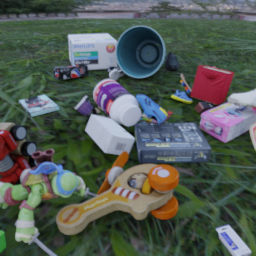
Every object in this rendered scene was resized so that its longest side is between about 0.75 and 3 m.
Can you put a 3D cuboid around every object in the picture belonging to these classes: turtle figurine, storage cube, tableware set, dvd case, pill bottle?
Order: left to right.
[{"bbox_3d":[-4.000,-1.019,12.508,1.265,0.191,1.734,-18,34,-30],"label":"dvd case"},{"bbox_3d":[-1.860,1.811,6.427,2.552,2.632,1.894,-4,47,41],"label":"turtle figurine"},{"bbox_3d":[-0.629,-0.835,11.917,1.366,0.414,2.066,-12,31,-22],"label":"tableware set"},{"bbox_3d":[-0.413,-0.946,10.762,1.195,1.195,2.125,-16,39,-26],"label":"pill bottle"},{"bbox_3d":[3.696,-1.913,12.366,1.322,1.390,1.546,22,22,25],"label":"storage cube"}]

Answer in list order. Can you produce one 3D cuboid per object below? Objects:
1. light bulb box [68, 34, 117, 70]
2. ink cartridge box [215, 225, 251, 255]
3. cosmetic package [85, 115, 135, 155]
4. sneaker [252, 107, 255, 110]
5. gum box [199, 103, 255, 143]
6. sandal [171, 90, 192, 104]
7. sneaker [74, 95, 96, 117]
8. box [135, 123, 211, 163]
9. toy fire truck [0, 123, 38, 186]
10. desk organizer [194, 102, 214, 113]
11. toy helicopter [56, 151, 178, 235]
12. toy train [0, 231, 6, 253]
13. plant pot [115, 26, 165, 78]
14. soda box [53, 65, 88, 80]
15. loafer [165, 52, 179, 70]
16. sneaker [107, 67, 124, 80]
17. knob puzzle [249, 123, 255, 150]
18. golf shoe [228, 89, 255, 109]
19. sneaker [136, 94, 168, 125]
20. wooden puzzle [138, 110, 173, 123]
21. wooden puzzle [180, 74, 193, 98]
[{"bbox_3d":[-2.334,-4.951,18.135,2.803,1.765,2.828,-7,30,-14],"label":"light bulb box"},{"bbox_3d":[2.257,2.466,6.075,0.363,0.142,0.766,-10,32,-16],"label":"ink cartridge box"},{"bbox_3d":[-0.647,0.227,9.374,0.949,0.683,1.682,12,19,-38],"label":"cosmetic package"},{"bbox_3d":[5.407,-0.778,10.954,1.103,1.216,2.865,-18,34,-33],"label":"sneaker"},{"bbox_3d":[3.758,-0.270,10.504,2.096,0.693,1.190,-21,38,-34],"label":"gum box"},{"bbox_3d":[2.493,-1.434,12.851,1.092,0.476,0.434,27,3,38],"label":"sandal"},{"bbox_3d":[-1.758,-0.800,11.775,0.839,0.726,1.917,42,6,-10],"label":"sneaker"},{"bbox_3d":[1.392,0.458,9.342,2.239,0.571,1.765,-1,28,-4],"label":"box"},{"bbox_3d":[-3.468,0.969,7.496,1.186,1.623,1.843,3,41,27],"label":"toy fire truck"},{"bbox_3d":[3.278,-0.881,12.049,0.939,0.361,0.337,-8,59,-46],"label":"desk organizer"},{"bbox_3d":[-0.327,1.579,6.750,2.960,1.167,1.957,-20,34,-24],"label":"toy helicopter"},{"bbox_3d":[-3.928,2.281,6.010,2.815,0.587,0.794,8,19,15],"label":"toy train"},{"bbox_3d":[0.966,-4.342,16.383,2.759,2.759,2.592,8,14,15],"label":"plant pot"},{"bbox_3d":[-3.203,-3.164,15.789,0.686,0.614,1.938,17,26,41],"label":"soda box"},{"bbox_3d":[2.768,-4.268,17.892,0.779,0.805,2.294,-1,28,-1],"label":"loafer"},{"bbox_3d":[-0.922,-3.154,16.056,0.881,0.576,1.575,19,25,23],"label":"sneaker"},{"bbox_3d":[4.555,0.294,8.412,1.915,1.915,0.266,9,2,17],"label":"knob puzzle"},{"bbox_3d":[4.914,-1.291,9.997,2.597,1.263,1.017,0,8,13],"label":"golf shoe"},{"bbox_3d":[0.727,-0.675,9.987,1.425,0.470,0.559,41,80,22],"label":"sneaker"},{"bbox_3d":[1.074,-0.453,11.517,1.029,0.122,1.735,15,32,26],"label":"wooden puzzle"},{"bbox_3d":[2.748,-1.933,13.193,0.251,1.083,1.003,-29,-10,15],"label":"wooden puzzle"}]
